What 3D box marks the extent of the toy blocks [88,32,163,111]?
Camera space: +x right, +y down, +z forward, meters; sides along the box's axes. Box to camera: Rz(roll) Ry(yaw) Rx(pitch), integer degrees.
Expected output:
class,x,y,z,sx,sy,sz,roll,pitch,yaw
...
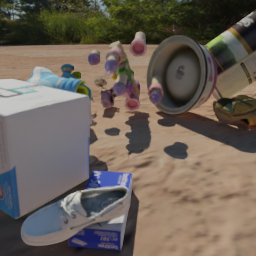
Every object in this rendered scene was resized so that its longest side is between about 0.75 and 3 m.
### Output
class,x,y,z,sx,sy,sz,roll,pitch,yaw
toy blocks,-0.242,-1.384,8.617,2.273,2.124,1.914,-13,38,19

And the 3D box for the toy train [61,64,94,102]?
class,x,y,z,sx,sy,sz,roll,pitch,yaw
toy train,-1.584,-1.399,9.007,0.652,0.891,1.540,-18,-16,20

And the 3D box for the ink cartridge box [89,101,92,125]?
class,x,y,z,sx,sy,sz,roll,pitch,yaw
ink cartridge box,-2.059,-0.242,7.274,1.399,0.807,1.915,6,21,26

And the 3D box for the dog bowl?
class,x,y,z,sx,sy,sz,roll,pitch,yaw
dog bowl,1.748,-1.656,9.035,0.911,2.471,2.471,-4,18,-38

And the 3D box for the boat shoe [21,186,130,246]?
class,x,y,z,sx,sy,sz,roll,pitch,yaw
boat shoe,-0.617,0.974,3.374,1.362,0.472,0.482,-16,56,-18

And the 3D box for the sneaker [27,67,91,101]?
class,x,y,z,sx,sy,sz,roll,pitch,yaw
sneaker,-1.664,-0.952,6.961,1.450,0.884,2.222,0,26,-10

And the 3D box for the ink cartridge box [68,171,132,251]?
class,x,y,z,sx,sy,sz,roll,pitch,yaw
ink cartridge box,-0.349,1.151,4.207,0.698,0.328,1.484,3,20,6

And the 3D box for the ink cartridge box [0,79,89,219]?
class,x,y,z,sx,sy,sz,roll,pitch,yaw
ink cartridge box,-2.006,0.144,4.897,2.187,1.604,1.597,15,23,32

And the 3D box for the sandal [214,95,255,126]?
class,x,y,z,sx,sy,sz,roll,pitch,yaw
sandal,3.280,-0.417,7.863,2.616,0.706,1.051,-9,35,-37

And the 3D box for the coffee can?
class,x,y,z,sx,sy,sz,roll,pitch,yaw
coffee can,3.867,-2.456,9.740,2.840,2.078,2.078,-34,13,16
